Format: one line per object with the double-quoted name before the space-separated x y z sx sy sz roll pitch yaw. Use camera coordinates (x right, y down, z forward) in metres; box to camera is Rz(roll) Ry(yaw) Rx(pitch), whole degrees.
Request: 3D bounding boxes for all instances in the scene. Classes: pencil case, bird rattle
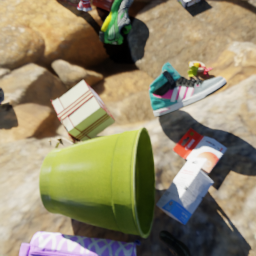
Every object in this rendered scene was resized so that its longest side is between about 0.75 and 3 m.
"pencil case" -1.106 3.248 6.839 2.765 1.182 1.160 4 69 3
"bird rattle" 2.512 -2.141 9.898 0.873 0.492 0.712 -8 48 -7

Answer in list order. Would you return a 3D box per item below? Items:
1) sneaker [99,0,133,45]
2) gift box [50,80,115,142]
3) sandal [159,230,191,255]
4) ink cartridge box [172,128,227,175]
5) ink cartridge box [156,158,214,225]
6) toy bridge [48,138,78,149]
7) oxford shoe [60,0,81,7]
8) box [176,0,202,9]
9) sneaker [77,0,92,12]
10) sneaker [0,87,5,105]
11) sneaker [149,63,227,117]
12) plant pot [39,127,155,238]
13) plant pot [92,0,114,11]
"sneaker" -0.261 -4.093 10.693 0.979 0.897 2.298 21 75 2
"gift box" -1.387 -0.453 8.074 1.323 1.417 1.307 -37 57 5
"sandal" 1.203 3.137 7.337 1.041 0.284 0.426 37 45 10
"ink cartridge box" 2.193 0.651 8.588 1.288 0.323 1.045 38 69 14
"ink cartridge box" 1.600 1.635 7.526 0.573 0.979 1.688 41 78 -9
"toy bridge" -1.793 0.458 8.113 0.494 1.468 0.200 27 94 28
"oxford shoe" -2.582 -5.532 11.451 1.535 0.574 0.541 26 67 13
"box" 2.587 -5.413 11.539 1.054 0.317 0.615 -30 68 -14
"sneaker" -1.742 -4.901 10.900 0.387 0.611 1.087 -25 35 -23
"sneaker" -4.789 -1.210 9.278 1.116 0.587 1.545 -35 78 -4
"sneaker" 1.658 -1.423 8.667 2.402 1.004 1.450 -23 96 18
"plant pot" -0.754 1.358 7.188 2.531 2.629 2.629 -3 63 15
"plant pot" -0.924 -5.079 11.191 0.737 0.758 0.758 29 67 5
